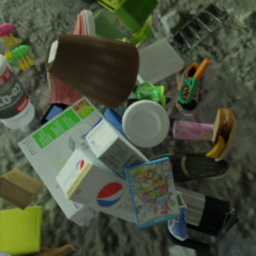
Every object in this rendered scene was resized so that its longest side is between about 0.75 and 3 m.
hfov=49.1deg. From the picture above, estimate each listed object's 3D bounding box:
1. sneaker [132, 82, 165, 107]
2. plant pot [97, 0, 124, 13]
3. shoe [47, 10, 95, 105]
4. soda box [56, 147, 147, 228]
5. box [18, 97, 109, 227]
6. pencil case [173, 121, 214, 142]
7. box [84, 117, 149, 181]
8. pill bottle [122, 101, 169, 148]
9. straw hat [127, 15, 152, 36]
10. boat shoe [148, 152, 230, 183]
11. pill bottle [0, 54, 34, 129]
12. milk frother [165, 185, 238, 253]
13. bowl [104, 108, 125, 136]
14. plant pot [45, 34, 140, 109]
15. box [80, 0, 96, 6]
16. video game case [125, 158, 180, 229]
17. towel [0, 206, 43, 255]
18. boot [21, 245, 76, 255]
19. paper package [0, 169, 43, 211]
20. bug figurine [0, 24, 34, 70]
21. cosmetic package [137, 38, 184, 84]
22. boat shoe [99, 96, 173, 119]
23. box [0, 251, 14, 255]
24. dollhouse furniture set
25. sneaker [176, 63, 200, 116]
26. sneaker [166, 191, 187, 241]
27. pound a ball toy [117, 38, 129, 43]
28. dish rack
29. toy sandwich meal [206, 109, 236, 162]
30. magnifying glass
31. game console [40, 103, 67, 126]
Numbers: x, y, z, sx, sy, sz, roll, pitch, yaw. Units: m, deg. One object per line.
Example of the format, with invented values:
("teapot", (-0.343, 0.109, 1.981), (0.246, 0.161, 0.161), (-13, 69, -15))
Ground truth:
("sneaker", (0.468, -0.748, 6.463), (0.546, 1.306, 0.484), (-13, 109, -16))
("plant pot", (-0.441, -4.950, 10.114), (1.235, 1.127, 1.241), (36, 73, 13))
("shoe", (-1.721, -2.076, 8.297), (1.289, 1.013, 2.834), (1, 96, -18))
("soda box", (-0.275, 1.340, 6.007), (0.825, 2.422, 0.771), (-55, 39, 2))
("box", (-1.233, 0.864, 7.585), (2.266, 1.241, 2.568), (-36, 64, -13))
("pencil case", (2.018, 0.092, 8.392), (1.331, 0.582, 0.582), (5, 68, 3))
("box", (-0.230, 0.431, 5.538), (0.564, 0.989, 1.075), (-47, 30, 2))
("pill bottle", (0.346, -0.112, 6.480), (0.975, 1.750, 0.975), (0, 93, -1))
("straw hat", (0.227, -3.197, 8.615), (0.470, 1.111, 1.111), (-12, 66, -31))
("boat shoe", (1.513, 1.048, 7.724), (2.505, 0.823, 0.895), (-4, 70, 9))
("pill bottle", (-3.417, -0.922, 7.633), (1.159, 2.034, 1.159), (-5, 55, 7))
("milk frother", (1.704, 2.068, 6.875), (1.565, 1.664, 1.502), (16, 46, 8))
("bowl", (-0.202, -0.077, 7.510), (0.219, 1.116, 1.116), (-45, 73, 8))
("plant pot", (-0.954, -1.504, 6.699), (1.831, 1.712, 1.712), (14, 64, -32))
("box", (-2.025, -6.126, 9.904), (2.416, 2.376, 1.418), (30, 71, 11))
("video game case", (0.466, 1.215, 5.211), (0.842, 0.105, 1.177), (-13, 98, -11))
("towel", (-3.729, 2.844, 7.234), (2.983, 0.269, 1.284), (-8, 49, -4))
("boot", (-2.322, 3.187, 7.093), (1.951, 0.718, 0.736), (-15, 64, -2))
("paper package", (-2.825, 1.551, 7.233), (0.955, 1.002, 0.518), (30, 92, -4))
("bug figurine", (-4.506, -2.577, 9.395), (2.075, 0.689, 2.676), (-33, 71, -13))
("cosmetic package", (0.890, -2.172, 9.382), (1.561, 0.403, 1.177), (-28, 68, -11))
("boat shoe", (0.221, -0.607, 8.569), (2.306, 0.739, 0.850), (-4, 68, -2))
("box", (-2.276, 4.253, 6.312), (2.716, 0.667, 2.189), (16, 88, 6))
("dollhouse furniture set", (-0.407, -2.726, 8.139), (1.494, 2.989, 1.154), (44, 60, -19))
("sneaker", (1.935, -1.239, 8.860), (0.701, 0.692, 1.791), (6, 70, 1))
("sneaker", (1.134, 2.004, 6.481), (0.428, 0.435, 1.130), (0, 64, -26))
("pound a ball toy", (-0.086, -2.123, 7.881), (0.491, 0.320, 0.752), (2, 81, 36))
("dish rack", (2.188, -2.866, 8.361), (1.821, 2.374, 0.648), (-39, 112, 22))
("toy sandwich meal", (2.270, 0.190, 6.960), (0.460, 1.344, 1.344), (17, 69, 6))
("magnifying glass", (1.753, -1.236, 7.539), (0.167, 1.489, 0.593), (7, 51, -19))
("game console", (-2.092, -0.702, 8.900), (1.016, 0.208, 1.723), (24, 71, 10))
